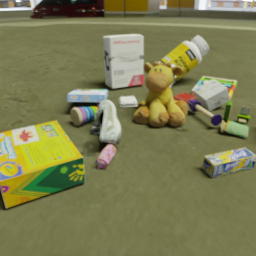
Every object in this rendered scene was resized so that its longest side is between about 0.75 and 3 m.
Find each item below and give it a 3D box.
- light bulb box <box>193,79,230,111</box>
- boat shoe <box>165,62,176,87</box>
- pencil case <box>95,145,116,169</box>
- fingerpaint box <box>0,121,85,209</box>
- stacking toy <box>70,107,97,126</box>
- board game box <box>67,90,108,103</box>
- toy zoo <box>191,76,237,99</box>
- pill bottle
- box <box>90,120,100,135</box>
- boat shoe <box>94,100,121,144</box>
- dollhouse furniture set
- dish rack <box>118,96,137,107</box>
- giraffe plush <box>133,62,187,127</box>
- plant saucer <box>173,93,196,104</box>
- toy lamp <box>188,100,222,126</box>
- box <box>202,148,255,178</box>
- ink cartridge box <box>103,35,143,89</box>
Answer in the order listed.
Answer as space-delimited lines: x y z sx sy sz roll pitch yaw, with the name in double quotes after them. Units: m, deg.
3.907 -1.552 13.187 1.175 0.740 1.185 -28 34 -1 "light bulb box"
1.851 -2.475 14.388 0.860 0.904 2.510 34 63 -5 "boat shoe"
-0.728 0.952 9.267 0.432 0.432 0.987 8 29 14 "pencil case"
-2.867 0.948 8.617 2.255 0.992 2.703 -15 31 -26 "fingerpaint box"
-1.557 -0.617 12.033 1.772 0.757 0.757 -15 31 -41 "stacking toy"
-1.847 -1.532 13.258 1.648 0.399 2.179 1 14 -1 "board game box"
4.621 -2.072 15.048 1.965 0.306 2.995 13 32 22 "toy zoo"
3.146 -3.915 15.949 2.776 1.545 1.545 -39 32 4 "pill bottle"
-0.961 -0.064 11.319 0.849 0.268 1.077 4 29 9 "box"
-0.880 -0.289 10.529 0.787 0.904 2.453 3 37 -20 "boat shoe"
4.361 -0.374 11.232 1.057 0.810 1.614 13 29 19 "dollhouse furniture set"
0.004 -1.329 13.788 0.883 0.224 1.029 -3 29 -7 "dish rack"
1.426 -1.603 12.085 2.415 2.270 2.799 0 28 0 "giraffe plush"
2.884 -1.531 14.210 0.984 0.181 0.982 -21 34 -35 "plant saucer"
3.205 -0.728 11.973 0.567 0.567 1.949 -11 29 -20 "toy lamp"
3.210 1.092 8.878 1.595 0.513 0.559 -8 29 -17 "box"
-0.247 -3.708 15.490 1.964 2.713 1.144 -11 25 -21 "ink cartridge box"
